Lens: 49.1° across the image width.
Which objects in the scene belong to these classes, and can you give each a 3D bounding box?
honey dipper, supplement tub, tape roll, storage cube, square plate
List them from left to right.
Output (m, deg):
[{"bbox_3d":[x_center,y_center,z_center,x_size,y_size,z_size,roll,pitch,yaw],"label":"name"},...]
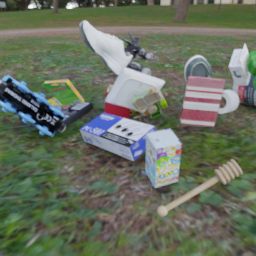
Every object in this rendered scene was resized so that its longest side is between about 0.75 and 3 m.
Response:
[{"bbox_3d":[-0.377,-1.009,10.914,0.996,1.047,1.165,8,28,-2],"label":"storage cube"},{"bbox_3d":[0.226,-1.212,9.740,1.620,1.604,0.230,14,45,-22],"label":"square plate"},{"bbox_3d":[1.526,1.386,6.162,2.029,0.385,0.385,-34,26,7],"label":"honey dipper"},{"bbox_3d":[3.433,-0.930,9.951,0.557,0.812,0.812,-12,27,-40],"label":"tape roll"},{"bbox_3d":[6.351,-1.793,12.267,2.033,2.033,2.897,-22,32,-39],"label":"supplement tub"}]

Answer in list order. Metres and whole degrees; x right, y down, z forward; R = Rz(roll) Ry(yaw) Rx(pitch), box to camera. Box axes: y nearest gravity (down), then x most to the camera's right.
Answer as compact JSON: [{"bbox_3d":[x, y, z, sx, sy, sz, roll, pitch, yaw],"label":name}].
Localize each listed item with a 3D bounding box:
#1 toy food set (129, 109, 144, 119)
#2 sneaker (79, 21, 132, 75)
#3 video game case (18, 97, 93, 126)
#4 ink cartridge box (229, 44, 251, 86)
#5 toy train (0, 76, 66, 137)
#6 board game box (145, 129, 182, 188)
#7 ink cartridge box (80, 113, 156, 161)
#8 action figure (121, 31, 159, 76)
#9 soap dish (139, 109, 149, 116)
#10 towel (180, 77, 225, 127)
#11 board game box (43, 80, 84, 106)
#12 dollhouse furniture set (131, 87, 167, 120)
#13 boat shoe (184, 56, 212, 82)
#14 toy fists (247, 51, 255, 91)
[{"bbox_3d":[0.130,-0.816,12.296,0.933,0.271,1.351,-22,33,-38],"label":"toy food set"},{"bbox_3d":[-0.778,-2.911,9.816,1.025,2.353,0.877,-44,43,6],"label":"sneaker"},{"bbox_3d":[-3.029,-0.707,12.038,2.158,0.305,2.388,11,28,21],"label":"video game case"},{"bbox_3d":[3.897,-2.176,9.740,0.456,1.355,0.793,8,64,37],"label":"ink cartridge box"},{"bbox_3d":[-3.371,-0.714,9.642,1.160,2.676,1.529,-57,31,-9],"label":"toy train"},{"bbox_3d":[0.844,0.754,6.890,0.648,1.257,0.659,-12,37,-14],"label":"board game box"},{"bbox_3d":[-0.361,0.212,9.022,1.156,0.544,2.459,-38,35,-30],"label":"ink cartridge box"},{"bbox_3d":[0.536,-2.802,12.307,1.476,2.893,1.719,14,58,22],"label":"action figure"},{"bbox_3d":[0.437,-1.477,11.937,1.774,0.720,1.395,37,43,1],"label":"soap dish"},{"bbox_3d":[2.539,-0.884,9.695,1.261,1.751,0.199,5,25,0],"label":"towel"},{"bbox_3d":[-2.061,-1.141,9.061,0.773,0.242,1.617,-4,-17,9],"label":"board game box"},{"bbox_3d":[0.756,-1.031,10.150,1.007,2.015,0.778,-25,64,12],"label":"dollhouse furniture set"},{"bbox_3d":[3.000,-1.585,10.987,1.060,2.911,0.899,-29,49,4],"label":"boat shoe"},{"bbox_3d":[4.491,-1.751,9.129,0.990,0.668,1.942,-1,62,-6],"label":"toy fists"}]
